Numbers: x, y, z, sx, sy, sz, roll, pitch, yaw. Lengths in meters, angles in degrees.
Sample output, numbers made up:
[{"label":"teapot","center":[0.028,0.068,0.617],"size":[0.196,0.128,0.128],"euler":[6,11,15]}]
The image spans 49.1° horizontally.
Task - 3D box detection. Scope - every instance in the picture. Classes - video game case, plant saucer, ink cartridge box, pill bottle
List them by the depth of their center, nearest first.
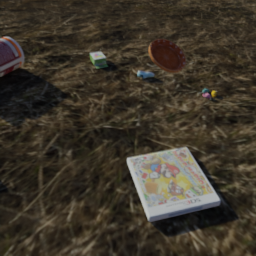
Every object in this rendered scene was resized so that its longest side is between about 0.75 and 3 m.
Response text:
[{"label":"plant saucer","center":[0.988,-1.818,7.122],"size":[1.032,0.167,1.032],"euler":[11,58,-18]},{"label":"video game case","center":[1.300,1.615,8.680],"size":[2.166,0.272,2.380],"euler":[-9,39,-12]},{"label":"pill bottle","center":[-6.747,-3.236,13.751],"size":[1.644,1.644,2.880],"euler":[19,42,23]},{"label":"ink cartridge box","center":[-1.621,-3.752,15.430],"size":[0.672,0.384,1.295],"euler":[-13,40,-16]}]

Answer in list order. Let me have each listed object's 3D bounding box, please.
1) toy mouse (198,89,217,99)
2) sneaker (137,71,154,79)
[{"label":"toy mouse","center":[3.629,-1.596,12.846],"size":[0.827,0.180,0.931],"euler":[12,40,15]},{"label":"sneaker","center":[0.887,-2.620,14.128],"size":[0.856,0.317,0.351],"euler":[8,68,3]}]
